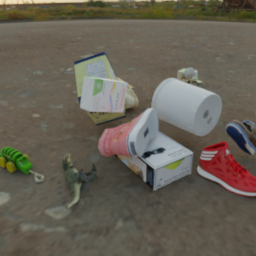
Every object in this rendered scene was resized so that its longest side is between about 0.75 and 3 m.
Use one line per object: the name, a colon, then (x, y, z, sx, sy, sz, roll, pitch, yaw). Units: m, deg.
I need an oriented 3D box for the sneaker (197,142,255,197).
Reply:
sneaker: (3.136, 1.185, 8.472, 2.116, 1.222, 0.829, 17, 32, 29)

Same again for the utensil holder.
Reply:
utensil holder: (2.111, -0.770, 10.206, 1.678, 1.678, 1.975, -20, 32, -33)

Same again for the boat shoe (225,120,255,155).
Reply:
boat shoe: (3.879, 0.159, 9.331, 0.778, 0.779, 2.153, 35, -1, 40)

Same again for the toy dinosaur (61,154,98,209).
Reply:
toy dinosaur: (-1.474, 1.524, 8.594, 1.044, 0.562, 2.370, -20, 31, -6)

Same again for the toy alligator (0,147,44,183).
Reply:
toy alligator: (-3.616, 1.093, 9.288, 2.340, 0.635, 0.694, 19, 33, 32)

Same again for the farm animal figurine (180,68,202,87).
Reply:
farm animal figurine: (2.374, -1.576, 12.415, 0.944, 1.791, 1.811, 16, 48, -43)

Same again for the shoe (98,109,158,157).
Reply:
shoe: (0.095, 0.106, 9.041, 1.270, 0.998, 2.793, -4, 20, 22)

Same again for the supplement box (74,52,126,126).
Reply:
supplement box: (-1.137, -1.560, 11.585, 1.365, 2.034, 2.032, -17, 60, 8)

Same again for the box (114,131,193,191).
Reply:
box: (0.672, 0.812, 9.603, 1.619, 0.835, 2.776, -16, 32, -28)

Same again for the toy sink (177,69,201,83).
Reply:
toy sink: (3.830, -3.200, 17.422, 1.303, 0.730, 0.849, 21, 34, 35)

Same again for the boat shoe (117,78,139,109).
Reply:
boat shoe: (-0.185, -1.797, 14.509, 0.951, 1.056, 2.926, 2, 28, -16)

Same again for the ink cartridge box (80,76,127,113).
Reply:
ink cartridge box: (-0.645, -1.065, 9.238, 0.604, 1.051, 1.795, 18, 14, 42)
